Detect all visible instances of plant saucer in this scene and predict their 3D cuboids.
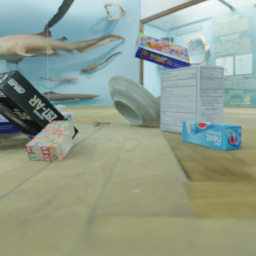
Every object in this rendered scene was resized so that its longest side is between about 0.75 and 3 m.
[{"bbox_3d":[0.176,-0.871,11.477,0.720,2.868,2.868,-51,28,-18],"label":"plant saucer"}]

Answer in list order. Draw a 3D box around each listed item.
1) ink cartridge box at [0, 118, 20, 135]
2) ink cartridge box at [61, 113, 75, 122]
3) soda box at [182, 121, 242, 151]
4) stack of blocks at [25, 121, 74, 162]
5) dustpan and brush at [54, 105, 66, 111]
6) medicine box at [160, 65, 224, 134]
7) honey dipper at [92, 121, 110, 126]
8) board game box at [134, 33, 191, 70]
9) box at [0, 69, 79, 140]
[{"bbox_3d":[-4.606,-0.010,9.004,2.562,0.602,2.532,4,5,17],"label":"ink cartridge box"},{"bbox_3d":[-3.307,-0.522,14.325,0.773,0.445,1.335,3,7,24],"label":"ink cartridge box"},{"bbox_3d":[2.075,0.158,7.196,0.535,0.566,1.668,-3,7,-25],"label":"soda box"},{"bbox_3d":[-1.489,0.241,5.758,0.650,0.331,1.130,1,27,13],"label":"stack of blocks"},{"bbox_3d":[-4.618,-0.717,14.186,2.986,0.854,2.084,0,6,-1],"label":"dustpan and brush"},{"bbox_3d":[2.129,-0.929,9.610,1.142,2.219,2.021,-3,7,-29],"label":"medicine box"},{"bbox_3d":[-1.169,-0.202,12.508,0.234,0.234,1.232,3,3,26],"label":"honey dipper"},{"bbox_3d":[1.560,-3.484,12.959,2.473,0.554,1.663,15,39,-9],"label":"board game box"},{"bbox_3d":[-2.674,-0.461,7.160,2.558,0.557,2.049,7,-34,49],"label":"box"}]
